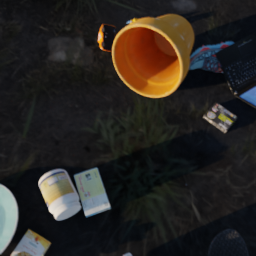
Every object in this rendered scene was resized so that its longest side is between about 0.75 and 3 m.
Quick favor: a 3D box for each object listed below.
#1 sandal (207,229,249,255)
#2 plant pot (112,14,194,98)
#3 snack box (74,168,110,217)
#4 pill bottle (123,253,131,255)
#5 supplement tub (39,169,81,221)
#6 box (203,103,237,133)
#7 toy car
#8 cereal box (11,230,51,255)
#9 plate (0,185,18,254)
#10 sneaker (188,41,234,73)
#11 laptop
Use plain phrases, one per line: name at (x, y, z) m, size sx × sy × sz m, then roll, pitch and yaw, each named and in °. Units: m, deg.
sandal at (2.628, 4.162, 7.351) m, size 1.080 × 0.648 × 2.875 m, roll -2°, pitch 76°, yaw 5°
plant pot at (1.179, -2.835, 10.071) m, size 2.656 × 2.656 × 2.431 m, roll 29°, pitch 50°, yaw 14°
snack box at (-1.121, 1.967, 8.629) m, size 0.775 × 0.248 × 1.334 m, roll -17°, pitch 63°, yaw -11°
pill bottle at (0.197, 4.463, 6.585) m, size 1.544 × 1.544 × 2.579 m, roll -27°, pitch 64°, yaw -14°
supplement tub at (-2.000, 1.961, 8.241) m, size 0.912 × 0.912 × 1.263 m, roll -27°, pitch 62°, yaw -13°
box at (3.259, -0.369, 9.910) m, size 0.934 × 0.207 × 0.748 m, roll 39°, pitch 69°, yaw 18°
toy car at (-0.369, -3.853, 11.725) m, size 2.186 × 1.072 × 0.727 m, roll -23°, pitch 19°, yaw -30°
cereal box at (-2.789, 3.516, 7.833) m, size 0.758 × 0.208 × 1.054 m, roll 25°, pitch 65°, yaw 13°
plate at (-4.388, 2.810, 8.018) m, size 2.607 × 0.333 × 2.607 m, roll -3°, pitch 57°, yaw 4°
sneaker at (3.327, -2.590, 10.713) m, size 2.282 × 0.905 × 1.090 m, roll -18°, pitch 65°, yaw -9°
laptop at (4.905, -2.102, 10.109) m, size 2.346 × 1.367 × 2.647 m, roll -29°, pitch 98°, yaw -15°
